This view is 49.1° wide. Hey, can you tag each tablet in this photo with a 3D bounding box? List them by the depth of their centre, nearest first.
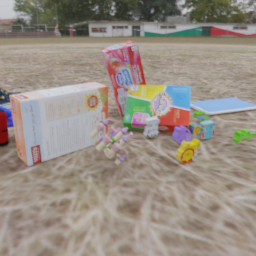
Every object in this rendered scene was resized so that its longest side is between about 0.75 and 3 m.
[{"bbox_3d":[3.907,-0.907,11.643,2.509,0.171,1.633,-7,22,-20],"label":"tablet"}]

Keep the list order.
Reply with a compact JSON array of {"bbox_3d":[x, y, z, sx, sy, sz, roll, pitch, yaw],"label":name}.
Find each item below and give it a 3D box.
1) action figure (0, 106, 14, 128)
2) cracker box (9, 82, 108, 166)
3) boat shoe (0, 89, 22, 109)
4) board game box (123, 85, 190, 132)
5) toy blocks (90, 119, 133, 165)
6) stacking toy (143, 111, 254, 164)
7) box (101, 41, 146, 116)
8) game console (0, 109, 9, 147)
[{"bbox_3d":[-3.236,-0.265,7.887,1.415,0.933,2.858,-3,-10,44],"label":"action figure"},{"bbox_3d":[-1.738,-0.206,7.590,2.537,1.699,0.732,-17,29,-39],"label":"cracker box"},{"bbox_3d":[-5.293,-1.367,11.344,0.961,1.232,2.715,10,23,24],"label":"boat shoe"},{"bbox_3d":[0.991,-0.678,9.384,2.122,0.428,1.624,3,60,9],"label":"board game box"},{"bbox_3d":[-0.287,0.278,6.956,0.824,0.979,0.915,-45,32,5],"label":"toy blocks"},{"bbox_3d":[1.981,0.167,8.226,2.623,0.616,1.978,-10,25,-27],"label":"stacking toy"},{"bbox_3d":[-0.084,-1.877,10.604,1.244,2.496,1.192,-18,26,-5],"label":"box"},{"bbox_3d":[-4.648,-0.022,7.714,2.312,1.992,1.372,-12,53,-28],"label":"game console"}]
